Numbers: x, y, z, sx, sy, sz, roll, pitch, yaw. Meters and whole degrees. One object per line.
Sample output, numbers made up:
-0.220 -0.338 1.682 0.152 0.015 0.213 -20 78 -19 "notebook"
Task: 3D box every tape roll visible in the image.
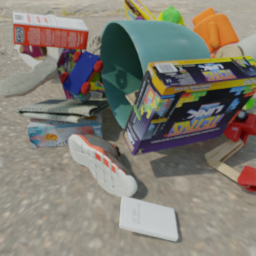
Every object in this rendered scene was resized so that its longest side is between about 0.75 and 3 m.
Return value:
-3.318 -3.409 11.270 1.941 1.941 1.333 11 36 16 "tape roll"

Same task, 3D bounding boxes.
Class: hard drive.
0.401 1.810 5.628 1.141 0.152 0.753 16 29 -7 "hard drive"

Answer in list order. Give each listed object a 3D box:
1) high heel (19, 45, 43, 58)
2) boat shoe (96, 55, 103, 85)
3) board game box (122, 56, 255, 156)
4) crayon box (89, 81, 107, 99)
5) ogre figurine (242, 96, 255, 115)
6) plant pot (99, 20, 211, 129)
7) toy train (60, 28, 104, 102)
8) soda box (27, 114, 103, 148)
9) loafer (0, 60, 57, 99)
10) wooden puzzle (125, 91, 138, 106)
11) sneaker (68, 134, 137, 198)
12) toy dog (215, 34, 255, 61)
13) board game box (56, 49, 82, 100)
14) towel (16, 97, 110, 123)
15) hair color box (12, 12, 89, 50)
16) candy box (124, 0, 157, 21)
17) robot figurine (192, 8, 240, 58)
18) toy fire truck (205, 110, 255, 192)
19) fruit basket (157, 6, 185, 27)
-3.091 -2.978 9.846 0.900 1.876 0.632 -2 74 -40 "high heel"
-0.633 -1.671 8.978 0.603 1.648 0.534 2 45 43 "boat shoe"
1.344 -0.452 5.997 2.538 2.098 0.720 -10 54 -24 "board game box"
-0.638 -1.430 9.965 1.506 0.439 1.300 12 41 -13 "crayon box"
2.807 -0.727 8.273 2.215 1.328 1.087 22 81 16 "ogre figurine"
0.797 -1.519 7.568 2.295 2.860 2.860 -16 38 -21 "plant pot"
-1.012 -1.673 7.839 0.818 1.119 1.933 27 79 11 "toy train"
-1.772 0.061 8.117 2.070 0.658 0.708 -5 36 -5 "soda box"
-2.317 -1.063 6.640 0.555 0.486 1.545 41 57 13 "loafer"
0.869 -0.933 8.002 1.623 0.302 1.501 -24 38 -9 "wooden puzzle"
-0.492 0.721 6.991 1.018 0.958 2.486 -20 40 -36 "sneaker"
3.835 -2.057 7.944 1.876 2.844 1.370 -19 82 -47 "toy dog"
-1.838 -2.074 9.205 0.340 1.264 2.107 -5 43 10 "board game box"
-1.733 -0.584 8.350 2.221 0.384 2.139 2 15 15 "towel"
-2.082 -2.589 7.498 1.869 0.572 0.949 -1 38 -22 "hair color box"
0.660 -4.206 11.303 0.361 1.397 2.734 -31 67 -7 "candy box"
3.128 -2.972 9.916 1.428 1.761 2.449 -18 78 -13 "robot figurine"
2.535 0.445 7.140 2.550 0.622 1.798 14 76 50 "toy fire truck"
1.445 -2.574 9.727 2.878 2.878 2.076 -30 74 -35 "fruit basket"
